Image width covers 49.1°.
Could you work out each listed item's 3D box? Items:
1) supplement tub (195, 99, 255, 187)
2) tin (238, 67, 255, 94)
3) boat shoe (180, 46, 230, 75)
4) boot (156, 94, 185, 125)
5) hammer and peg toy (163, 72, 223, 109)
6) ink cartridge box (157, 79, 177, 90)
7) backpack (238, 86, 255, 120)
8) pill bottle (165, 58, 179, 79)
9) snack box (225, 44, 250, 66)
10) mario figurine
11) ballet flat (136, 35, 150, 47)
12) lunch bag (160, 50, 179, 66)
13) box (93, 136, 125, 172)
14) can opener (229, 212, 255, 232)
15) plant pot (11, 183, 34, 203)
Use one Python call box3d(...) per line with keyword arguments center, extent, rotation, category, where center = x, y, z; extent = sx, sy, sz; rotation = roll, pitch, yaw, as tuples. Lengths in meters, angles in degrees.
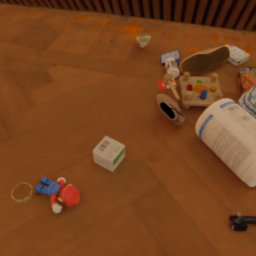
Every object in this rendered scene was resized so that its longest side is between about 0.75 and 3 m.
box3d(center=(4.055, 0.468, 10.232), extent=(1.916, 1.916, 2.904), rotation=(-24, 54, -19), category="supplement tub")
box3d(center=(5.989, -2.200, 13.472), extent=(1.223, 0.457, 2.184), rotation=(5, 45, 10), category="tin")
box3d(center=(3.805, -3.421, 14.356), extent=(2.831, 1.009, 0.913), rotation=(-20, 19, -14), category="boat shoe")
box3d(center=(1.637, -0.883, 11.733), extent=(1.982, 1.449, 0.696), rotation=(45, 106, 25), category="boot")
box3d(center=(2.907, -1.649, 12.712), extent=(2.603, 0.918, 1.915), rotation=(2, 50, -1), category="hammer and peg toy")
box3d(center=(1.893, -2.188, 13.674), extent=(0.792, 0.198, 0.642), rotation=(-7, 49, -10), category="ink cartridge box")
box3d(center=(5.743, -0.490, 11.256), extent=(2.731, 2.099, 2.228), rotation=(22, 57, 38), category="backpack")
box3d(center=(2.192, -3.027, 14.113), extent=(0.612, 0.612, 1.051), rotation=(-3, 50, -3), category="pill bottle")
box3d(center=(5.625, -3.949, 15.067), extent=(1.009, 0.376, 1.419), rotation=(-30, 56, -23), category="snack box")
box3d(center=(-2.397, 2.296, 9.646), extent=(1.701, 0.902, 1.050), rotation=(14, 86, 25), category="mario figurine")
box3d(center=(0.827, -4.637, 14.983), extent=(0.682, 0.630, 2.021), rotation=(-3, 16, -1), category="ballet flat")
box3d(center=(2.171, -3.662, 14.828), extent=(1.003, 0.472, 0.755), rotation=(-4, 51, 8), category="lunch bag")
box3d(center=(-0.716, 0.984, 10.547), extent=(0.889, 0.762, 0.885), rotation=(26, 54, 19), category="box")
box3d(center=(3.971, 3.020, 9.096), extent=(1.394, 0.548, 0.442), rotation=(-1, 10, -5), category="can opener")
box3d(center=(-3.743, 2.267, 9.878), extent=(0.792, 0.109, 0.792), rotation=(0, 49, 1), category="plant pot")
